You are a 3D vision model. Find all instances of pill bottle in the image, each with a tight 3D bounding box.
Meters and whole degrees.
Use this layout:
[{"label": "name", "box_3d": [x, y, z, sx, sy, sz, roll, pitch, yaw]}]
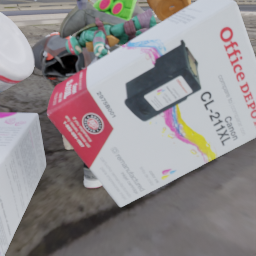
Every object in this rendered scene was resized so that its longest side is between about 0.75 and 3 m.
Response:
[{"label": "pill bottle", "box_3d": [-2.503, -0.901, 4.301, 1.826, 1.092, 1.092, -22, 22, 18]}]

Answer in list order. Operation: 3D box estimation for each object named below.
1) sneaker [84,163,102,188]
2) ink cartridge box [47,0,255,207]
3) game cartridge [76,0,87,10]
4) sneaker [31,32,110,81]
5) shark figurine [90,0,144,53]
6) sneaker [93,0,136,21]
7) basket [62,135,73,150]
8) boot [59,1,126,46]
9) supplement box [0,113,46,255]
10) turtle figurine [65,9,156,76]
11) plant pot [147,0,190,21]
[{"label": "sneaker", "box_3d": [-0.596, 0.635, 6.169, 0.553, 0.656, 1.499, 6, 28, 12]}, {"label": "ink cartridge box", "box_3d": [0.441, -0.303, 3.638, 2.317, 1.689, 0.960, -29, 25, 8]}, {"label": "game cartridge", "box_3d": [-0.789, -2.536, 4.375, 0.223, 1.161, 0.753, -6, 72, -11]}, {"label": "sneaker", "box_3d": [-1.830, -1.765, 7.167, 3.000, 1.156, 1.228, 13, 33, 39]}, {"label": "shark figurine", "box_3d": [-0.516, -3.605, 8.888, 1.894, 1.323, 3.170, 29, 52, -11]}, {"label": "sneaker", "box_3d": [-0.125, -2.974, 6.129, 0.878, 2.287, 0.958, 30, 30, -9]}, {"label": "basket", "box_3d": [-1.077, -0.202, 7.179, 1.212, 1.223, 0.984, -3, 30, -5]}, {"label": "boot", "box_3d": [-0.622, -1.890, 5.408, 1.120, 1.018, 0.406, 34, -9, 1]}, {"label": "supplement box", "box_3d": [-2.541, 0.876, 4.920, 1.374, 1.403, 2.715, 0, 29, 2]}, {"label": "turtle figurine", "box_3d": [-0.389, -1.386, 4.677, 1.725, 0.868, 1.291, -18, 6, 3]}, {"label": "plant pot", "box_3d": [1.252, -3.839, 8.289, 1.433, 1.433, 1.003, -1, 57, -2]}]
